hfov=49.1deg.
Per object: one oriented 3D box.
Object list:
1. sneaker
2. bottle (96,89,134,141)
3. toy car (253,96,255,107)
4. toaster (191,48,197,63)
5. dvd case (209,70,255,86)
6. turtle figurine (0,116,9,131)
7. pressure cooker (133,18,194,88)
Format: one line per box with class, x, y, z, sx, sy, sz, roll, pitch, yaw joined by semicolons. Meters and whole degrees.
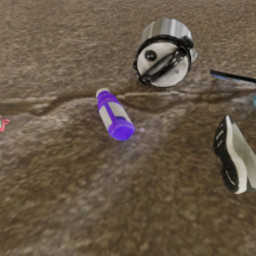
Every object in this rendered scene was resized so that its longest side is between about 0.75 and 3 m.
sneaker;3.462;0.808;8.922;1.104;1.029;2.785;5;52;-9
bottle;-0.593;-0.577;10.330;0.967;0.756;2.316;22;29;-43
toy car;6.049;-0.680;10.284;1.882;1.806;2.042;-22;83;6
toaster;2.750;-3.288;13.030;0.884;0.502;0.571;-10;38;42
dvd case;4.590;-1.929;11.235;2.356;0.207;1.681;19;12;25
turtle figurine;-5.153;-0.261;9.989;1.697;1.141;2.266;-50;53;11
pressure cooker;1.441;-2.960;11.562;2.371;2.335;2.655;7;44;6
